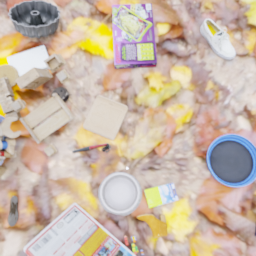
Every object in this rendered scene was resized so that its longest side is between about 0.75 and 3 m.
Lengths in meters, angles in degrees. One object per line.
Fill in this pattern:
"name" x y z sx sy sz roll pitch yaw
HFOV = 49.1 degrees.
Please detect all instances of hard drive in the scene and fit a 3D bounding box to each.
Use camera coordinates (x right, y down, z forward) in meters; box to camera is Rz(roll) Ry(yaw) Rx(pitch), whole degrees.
"hard drive" -3.340 -2.216 9.500 1.319 0.173 0.870 -21 74 -6

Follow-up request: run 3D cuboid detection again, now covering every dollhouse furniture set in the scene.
"dollhouse furniture set" -2.224 -0.717 8.760 2.059 1.179 2.414 -33 96 7

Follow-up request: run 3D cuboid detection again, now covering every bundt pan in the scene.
"bundt pan" -3.125 -3.628 9.511 1.679 0.630 1.679 4 52 -5

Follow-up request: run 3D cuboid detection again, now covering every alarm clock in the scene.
"alarm clock" -2.264 -1.101 9.078 0.819 0.273 0.552 28 70 26

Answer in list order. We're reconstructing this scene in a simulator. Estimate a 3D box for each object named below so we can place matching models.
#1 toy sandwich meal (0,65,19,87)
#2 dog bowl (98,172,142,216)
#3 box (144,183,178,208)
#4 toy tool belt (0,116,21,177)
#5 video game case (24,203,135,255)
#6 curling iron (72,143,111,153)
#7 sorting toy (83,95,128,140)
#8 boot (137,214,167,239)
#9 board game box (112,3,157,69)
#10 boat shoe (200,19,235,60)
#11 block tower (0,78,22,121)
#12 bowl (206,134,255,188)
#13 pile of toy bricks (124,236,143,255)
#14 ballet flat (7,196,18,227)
"toy sandwich meal" -4.056 -1.652 9.256 0.931 0.319 0.931 1 77 -2
"dog bowl" -0.236 1.896 8.143 1.299 0.381 1.299 0 72 0
"box" 0.961 1.978 8.201 0.883 0.210 0.538 -14 74 -4
"toy tool belt" -3.792 0.276 7.681 1.611 1.586 2.581 25 101 29
"video game case" -1.106 3.309 7.173 2.529 0.221 1.808 35 45 18
"curling iron" -1.123 0.665 8.631 1.210 0.155 0.300 -5 74 -2
"sorting toy" -0.716 -0.324 8.924 1.099 0.217 1.187 22 79 7
"boot" 0.682 2.775 7.879 0.873 0.307 0.625 4 62 -7
"board game box" 0.189 -3.212 9.727 1.451 0.390 2.417 -1 73 -5
"boat shoe" 3.104 -3.072 9.481 0.604 0.697 1.634 -29 75 -8
"block tower" -3.801 -0.894 8.811 0.379 0.406 1.404 -20 87 -2
"bowl" 3.143 0.998 8.447 1.599 0.314 1.599 0 73 0
"pile of toy bricks" 0.164 3.365 7.674 0.465 0.414 0.838 -15 74 -4
"ballet flat" -3.332 2.399 8.104 0.286 0.197 0.849 5 77 -31
